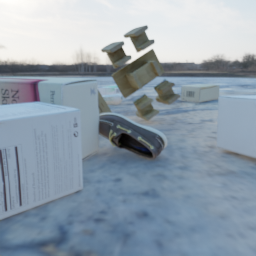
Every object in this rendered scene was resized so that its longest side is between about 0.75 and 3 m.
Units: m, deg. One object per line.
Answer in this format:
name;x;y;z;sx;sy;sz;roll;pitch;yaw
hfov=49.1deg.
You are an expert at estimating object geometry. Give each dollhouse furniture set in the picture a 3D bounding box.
dollhouse furniture set;-0.247;-1.477;9.280;2.890;2.533;1.920;-35;23;-11

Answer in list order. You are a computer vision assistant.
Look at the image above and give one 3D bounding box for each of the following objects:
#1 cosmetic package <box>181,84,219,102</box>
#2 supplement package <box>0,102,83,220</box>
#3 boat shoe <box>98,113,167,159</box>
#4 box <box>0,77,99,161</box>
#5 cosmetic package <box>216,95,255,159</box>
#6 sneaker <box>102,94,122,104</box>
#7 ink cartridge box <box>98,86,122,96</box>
cosmetic package;3.974;-1.927;15.330;1.168;0.825;2.257;11;17;40
supplement package;-1.910;0.413;3.730;2.283;1.250;1.298;-12;17;-43
boat shoe;-0.078;0.171;5.910;1.756;0.631;0.523;20;42;23
box;-2.003;-0.220;5.796;2.504;1.601;1.364;5;13;21
cosmetic package;3.238;-0.047;5.679;1.977;1.219;1.983;-4;11;-25
sneaker;-0.896;-1.366;13.545;1.390;0.489;0.557;-1;4;35
ink cartridge box;-1.767;-2.278;17.322;2.834;0.710;2.280;5;13;16
